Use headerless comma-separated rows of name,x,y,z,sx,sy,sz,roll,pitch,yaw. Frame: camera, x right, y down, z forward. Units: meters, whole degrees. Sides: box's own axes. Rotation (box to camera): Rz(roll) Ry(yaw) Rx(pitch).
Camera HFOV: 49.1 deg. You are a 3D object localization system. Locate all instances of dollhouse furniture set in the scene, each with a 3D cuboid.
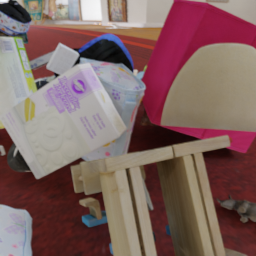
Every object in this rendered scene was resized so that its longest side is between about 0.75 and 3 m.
dollhouse furniture set,0.342,1.404,4.915,1.987,1.998,2.836,-9,-7,-21

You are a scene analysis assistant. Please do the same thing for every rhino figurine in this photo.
rhino figurine,2.362,1.647,5.609,1.195,0.357,0.523,14,16,31

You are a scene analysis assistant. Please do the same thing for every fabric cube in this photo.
fabric cube,2.300,-1.573,8.002,2.998,2.989,2.941,18,22,-13

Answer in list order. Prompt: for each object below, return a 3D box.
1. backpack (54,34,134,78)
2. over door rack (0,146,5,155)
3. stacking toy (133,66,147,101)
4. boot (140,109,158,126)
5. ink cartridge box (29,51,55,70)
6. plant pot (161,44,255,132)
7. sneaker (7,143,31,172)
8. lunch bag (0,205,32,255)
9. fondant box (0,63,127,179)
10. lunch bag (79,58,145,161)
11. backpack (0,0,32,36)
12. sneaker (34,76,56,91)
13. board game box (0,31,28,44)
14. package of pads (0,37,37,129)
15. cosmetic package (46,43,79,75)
backpack,-1.051,-2.133,9.742,2.376,1.931,1.994,-32,25,17
over door rack,-4.272,0.568,7.671,1.471,0.490,1.087,14,30,34
stacking toy,1.219,-2.411,12.423,2.748,1.161,2.488,-15,48,-26
boot,0.820,-0.491,8.915,0.822,0.882,0.283,-6,35,-34
ink cartridge box,-2.646,-2.232,9.125,1.164,0.257,0.547,-24,12,-1
plant pot,1.864,-0.736,5.494,2.323,1.560,2.323,4,1,0
sneaker,-2.635,0.397,7.797,1.120,1.032,2.801,-15,21,12
lunch bag,-2.306,2.044,3.783,1.987,1.263,1.685,-17,27,-12
fondant box,-1.444,-0.113,6.151,2.308,1.665,0.672,-28,6,18
lunch bag,-0.645,-0.442,7.493,1.708,2.279,2.687,3,27,-23
backpack,-2.719,-2.531,6.566,0.795,0.643,0.835,28,37,-2
sneaker,-3.731,-1.494,11.723,1.200,1.079,2.781,-6,16,13
board game box,-4.222,-3.199,9.646,1.401,0.197,0.947,-2,-7,-15
package of pads,-4.018,-1.047,8.126,2.967,2.292,1.012,-12,6,30
cosmetic package,-1.804,-1.845,7.704,0.577,0.765,0.198,21,26,-37
